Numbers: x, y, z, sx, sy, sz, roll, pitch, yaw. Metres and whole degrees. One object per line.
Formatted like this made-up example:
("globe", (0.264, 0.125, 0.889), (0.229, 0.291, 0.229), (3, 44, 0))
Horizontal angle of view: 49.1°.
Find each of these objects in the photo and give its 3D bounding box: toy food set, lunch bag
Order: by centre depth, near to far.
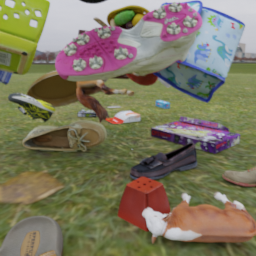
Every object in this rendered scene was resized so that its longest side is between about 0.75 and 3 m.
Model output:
("lunch bag", (1.514, -2.091, 7.152), (2.284, 1.942, 1.456), (25, -22, 6))
("toy food set", (-0.127, -2.952, 8.306), (1.797, 0.587, 1.057), (-2, -21, 36))

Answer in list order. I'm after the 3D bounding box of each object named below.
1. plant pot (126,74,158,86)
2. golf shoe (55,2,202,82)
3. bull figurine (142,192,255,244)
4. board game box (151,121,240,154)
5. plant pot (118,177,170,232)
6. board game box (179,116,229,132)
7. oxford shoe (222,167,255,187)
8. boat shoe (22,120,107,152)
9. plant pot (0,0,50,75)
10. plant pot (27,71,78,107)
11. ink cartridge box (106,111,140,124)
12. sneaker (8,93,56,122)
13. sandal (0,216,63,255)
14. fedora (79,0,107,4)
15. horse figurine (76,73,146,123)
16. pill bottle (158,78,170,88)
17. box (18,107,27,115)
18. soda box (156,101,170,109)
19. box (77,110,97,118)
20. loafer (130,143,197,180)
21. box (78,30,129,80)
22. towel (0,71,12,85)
("plant pot", (0.651, -2.164, 8.399), (1.319, 1.319, 1.283), (-9, -21, -30))
("golf shoe", (0.057, -1.335, 5.314), (2.768, 1.042, 1.267), (-19, -25, -4))
("bull figurine", (1.180, 1.557, 4.787), (1.833, 0.597, 1.113), (3, 15, 11))
("board game box", (2.360, 0.268, 10.133), (1.639, 0.441, 2.730), (-8, 16, -43))
("plant pot", (0.312, 1.376, 5.336), (0.760, 0.670, 0.759), (14, 21, 40))
("board game box", (3.008, -0.121, 11.135), (1.693, 0.273, 1.016), (15, -6, 45))
("oxford shoe", (3.011, 1.087, 6.655), (1.453, 0.543, 0.512), (3, 15, 12))
("boat shoe", (-1.988, 0.367, 8.851), (2.641, 0.968, 0.828), (-7, 17, 14))
("plant pot", (-3.138, -2.435, 7.220), (1.757, 1.602, 1.765), (12, -22, -25))
("plant pot", (-1.992, -1.186, 8.325), (2.021, 0.278, 2.021), (-17, -17, -5))
("ink cartridge box", (-0.291, -0.512, 13.111), (1.395, 0.350, 1.132), (-4, 15, -26))
("sneaker", (-2.431, -0.480, 7.047), (1.232, 0.521, 0.459), (21, 6, -39))
("sandal", (-1.221, 1.803, 3.430), (1.212, 0.810, 2.967), (-3, 15, -11))
("fedora", (-0.524, -2.425, 4.640), (1.199, 0.548, 1.199), (-14, 0, 0))
("horse figurine", (-0.561, -1.339, 7.270), (1.831, 0.689, 2.762), (10, 47, 20))
("pill bottle", (2.138, -2.923, 10.556), (2.819, 1.611, 1.611), (-41, 4, 17))
("box", (-2.950, -1.130, 9.519), (1.423, 0.354, 1.122), (-41, 6, 18))
("soda box", (2.008, -1.367, 16.351), (0.341, 0.323, 1.006), (-7, 17, -26))
("box", (-1.978, -0.725, 14.137), (0.977, 0.216, 0.783), (2, 15, 8))
("loafer", (0.952, 0.840, 7.368), (2.076, 0.654, 0.746), (-9, 17, -29))
("box", (-0.992, -3.020, 11.543), (1.606, 1.623, 1.956), (-6, 25, -38))
("towel", (-4.238, -2.189, 8.270), (1.790, 1.296, 0.213), (26, -27, -37))
